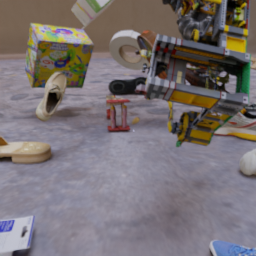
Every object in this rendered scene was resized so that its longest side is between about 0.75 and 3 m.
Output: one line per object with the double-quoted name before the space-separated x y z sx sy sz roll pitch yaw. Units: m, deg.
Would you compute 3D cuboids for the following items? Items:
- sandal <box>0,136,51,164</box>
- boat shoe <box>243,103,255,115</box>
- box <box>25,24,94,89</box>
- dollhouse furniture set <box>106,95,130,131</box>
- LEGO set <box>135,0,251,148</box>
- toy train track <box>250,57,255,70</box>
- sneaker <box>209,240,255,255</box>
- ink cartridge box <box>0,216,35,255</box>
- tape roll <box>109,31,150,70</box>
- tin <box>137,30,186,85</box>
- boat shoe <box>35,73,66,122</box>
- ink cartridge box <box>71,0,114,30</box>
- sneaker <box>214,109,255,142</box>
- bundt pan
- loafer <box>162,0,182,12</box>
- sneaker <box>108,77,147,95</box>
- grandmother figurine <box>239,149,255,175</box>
"sandal" -3.569 0.298 7.182 3.103 1.021 1.138 0 19 -1
"boat shoe" 5.070 -0.788 11.290 1.302 0.445 0.481 -5 19 -13
"box" -2.556 -2.551 10.247 1.980 1.907 1.208 -4 46 -33
"dollhouse furniture set" -0.383 -0.580 9.949 0.759 1.004 1.866 -2 13 -5
"LEGO set" 0.823 -1.023 4.321 1.466 2.530 1.946 12 -11 -2
"toy train track" 3.982 -2.041 8.159 1.258 0.205 0.722 -43 46 -17
"sneaker" 1.677 1.764 3.757 1.180 0.455 0.447 13 24 36
"ink cartridge box" -2.190 1.721 4.129 1.556 0.305 0.774 -4 19 -9
"tape roll" 0.149 -3.314 12.148 2.004 2.004 0.366 8 61 24
"tin" 1.124 -2.172 9.321 0.490 2.341 1.311 -36 20 0
"boat shoe" -1.787 -0.818 6.820 0.461 0.512 1.418 -24 41 46
"ink cartridge box" -0.992 -3.891 8.584 1.200 0.690 2.049 -48 18 -17
"sneaker" 3.303 -0.275 8.968 2.354 0.967 0.916 9 20 26
"bundt pan" 1.723 -2.590 6.502 1.385 1.385 0.520 15 5 37
"loafer" 1.311 -4.262 9.209 1.330 0.481 0.484 17 35 -38
"sneaker" 0.250 -2.276 15.025 2.571 0.976 1.167 3 11 -1
"grandmother figurine" 3.670 0.894 6.096 2.314 0.701 1.403 4 -10 21
